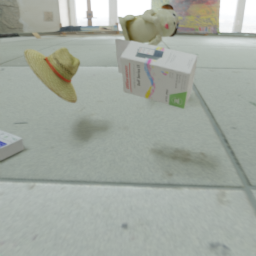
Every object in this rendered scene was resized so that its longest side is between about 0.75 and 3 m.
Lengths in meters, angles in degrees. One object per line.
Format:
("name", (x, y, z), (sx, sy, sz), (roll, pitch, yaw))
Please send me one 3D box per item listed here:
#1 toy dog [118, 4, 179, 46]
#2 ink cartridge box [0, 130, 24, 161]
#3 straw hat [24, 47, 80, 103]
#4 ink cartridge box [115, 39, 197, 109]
("toy dog", (1.055, -4.542, 12.816), (2.563, 1.788, 2.485), (-14, 20, 9))
("ink cartridge box", (-4.888, 0.859, 9.139), (1.291, 0.509, 2.596), (16, 28, 31))
("straw hat", (-2.352, -2.243, 10.039), (1.128, 2.664, 2.664), (-39, 22, 12))
("ink cartridge box", (0.586, -1.493, 7.668), (2.326, 1.362, 0.783), (17, 57, 16))
